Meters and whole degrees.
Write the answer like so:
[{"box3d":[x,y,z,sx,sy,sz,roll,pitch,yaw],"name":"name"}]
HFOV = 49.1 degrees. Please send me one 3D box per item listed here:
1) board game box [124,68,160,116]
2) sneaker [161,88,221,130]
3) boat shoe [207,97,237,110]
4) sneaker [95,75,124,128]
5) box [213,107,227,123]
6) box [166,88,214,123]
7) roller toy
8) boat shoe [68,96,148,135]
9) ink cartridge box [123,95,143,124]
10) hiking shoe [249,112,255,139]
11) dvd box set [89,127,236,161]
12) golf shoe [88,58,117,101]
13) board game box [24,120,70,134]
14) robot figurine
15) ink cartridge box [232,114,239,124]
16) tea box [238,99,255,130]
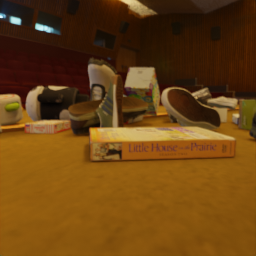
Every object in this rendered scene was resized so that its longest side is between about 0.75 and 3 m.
[{"box3d":[0.651,-1.459,11.626,1.041,1.023,1.986,3,-27,17],"name":"board game box"},{"box3d":[1.862,-0.422,9.370,2.863,1.042,1.212,23,-26,-39],"name":"sneaker"},{"box3d":[3.625,-0.977,10.704,1.167,0.390,0.429,19,-13,42],"name":"boat shoe"},{"box3d":[-0.609,-0.622,8.270,0.828,1.845,0.619,-3,-5,20],"name":"sneaker"},{"box3d":[4.091,-0.669,13.785,0.913,0.715,1.467,-1,6,-8],"name":"box"},{"box3d":[3.083,-1.177,13.897,2.115,0.667,2.682,-21,9,18],"name":"box"},{"box3d":[-5.372,-0.714,11.963,1.570,1.203,1.721,-8,17,-13],"name":"roller toy"},{"box3d":[-0.631,-0.432,9.448,2.956,0.958,1.082,-9,31,-32],"name":"boat shoe"},{"box3d":[-0.450,-0.959,13.266,1.743,1.009,2.999,19,13,19],"name":"ink cartridge box"},{"box3d":[4.168,-0.194,6.942,0.957,1.272,2.527,-4,7,-32],"name":"hiking shoe"},{"box3d":[0.572,0.301,6.363,2.897,0.426,2.120,-1,6,-9],"name":"dvd box set"},{"box3d":[-0.902,-1.274,9.943,1.020,1.164,2.642,12,-30,15],"name":"golf shoe"},{"box3d":[-2.833,-0.058,10.004,1.084,0.331,1.431,1,6,11],"name":"board game box"},{"box3d":[-2.873,-0.934,11.603,2.585,1.942,1.613,3,40,0],"name":"robot figurine"},{"box3d":[5.682,-0.340,12.279,1.911,0.389,1.914,1,6,12],"name":"ink cartridge box"},{"box3d":[5.247,-0.484,10.164,1.700,1.136,1.673,-2,7,-19],"name":"tea box"}]
